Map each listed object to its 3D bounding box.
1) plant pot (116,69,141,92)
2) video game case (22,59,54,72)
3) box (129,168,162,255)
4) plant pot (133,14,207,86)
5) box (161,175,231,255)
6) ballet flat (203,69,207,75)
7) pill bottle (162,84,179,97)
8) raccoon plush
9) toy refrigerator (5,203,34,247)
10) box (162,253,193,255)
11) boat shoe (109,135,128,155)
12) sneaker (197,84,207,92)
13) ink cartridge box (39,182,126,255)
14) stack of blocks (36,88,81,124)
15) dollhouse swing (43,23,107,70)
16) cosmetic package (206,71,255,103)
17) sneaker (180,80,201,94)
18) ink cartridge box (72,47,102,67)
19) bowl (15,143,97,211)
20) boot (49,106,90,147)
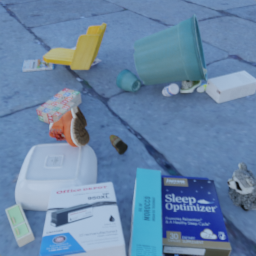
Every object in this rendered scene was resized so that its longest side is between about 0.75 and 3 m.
[{"bbox_3d":[0.074,-2.135,13.142,0.969,0.969,0.911,-29,46,-30],"label":"plant pot"},{"bbox_3d":[-4.939,-3.486,15.452,1.666,0.148,1.192,-7,39,-8],"label":"video game case"},{"bbox_3d":[0.446,2.539,7.268,0.717,1.200,2.917,6,40,1],"label":"box"},{"bbox_3d":[1.874,-3.188,12.470,2.775,2.833,2.833,-10,35,22],"label":"plant pot"},{"bbox_3d":[1.739,2.248,8.042,1.716,0.459,2.833,2,33,3],"label":"box"},{"bbox_3d":[2.990,-2.774,12.720,0.513,0.513,1.476,-22,46,-24],"label":"ballet flat"},{"bbox_3d":[1.898,-1.693,12.724,0.480,0.480,0.855,-17,2,-19],"label":"pill bottle"},{"bbox_3d":[3.865,1.547,8.331,2.076,1.391,1.004,-17,42,-19],"label":"raccoon plush"},{"bbox_3d":[-3.014,2.662,7.765,0.427,0.394,1.125,-22,45,-25],"label":"toy refrigerator"},{"bbox_3d":[1.307,3.512,6.838,1.094,0.274,1.102,0,39,-1],"label":"box"},{"bbox_3d":[-0.331,0.551,9.679,0.435,1.209,0.411,-41,64,-11],"label":"boat shoe"},{"bbox_3d":[3.567,-1.939,13.518,0.799,0.303,0.420,-18,25,-21],"label":"sneaker"},{"bbox_3d":[-1.093,2.487,6.927,1.776,1.034,2.456,-5,21,-8],"label":"ink cartridge box"},{"bbox_3d":[-2.794,-0.901,11.961,1.111,0.565,1.930,18,42,20],"label":"stack of blocks"},{"bbox_3d":[-2.623,-4.264,13.890,2.349,2.428,2.672,20,29,-6],"label":"dollhouse swing"},{"bbox_3d":[4.821,-1.918,13.050,2.113,0.782,1.074,-15,43,-15],"label":"cosmetic package"},{"bbox_3d":[3.016,-2.290,13.403,0.672,0.775,1.748,8,37,32],"label":"sneaker"},{"bbox_3d":[-2.532,-3.852,15.601,2.106,0.391,0.997,32,48,25],"label":"ink cartridge box"},{"bbox_3d":[-2.272,1.369,8.954,2.463,0.921,2.466,-1,41,0],"label":"bowl"},{"bbox_3d":[-2.063,0.160,9.492,1.307,0.915,2.438,-28,24,0],"label":"boot"}]
